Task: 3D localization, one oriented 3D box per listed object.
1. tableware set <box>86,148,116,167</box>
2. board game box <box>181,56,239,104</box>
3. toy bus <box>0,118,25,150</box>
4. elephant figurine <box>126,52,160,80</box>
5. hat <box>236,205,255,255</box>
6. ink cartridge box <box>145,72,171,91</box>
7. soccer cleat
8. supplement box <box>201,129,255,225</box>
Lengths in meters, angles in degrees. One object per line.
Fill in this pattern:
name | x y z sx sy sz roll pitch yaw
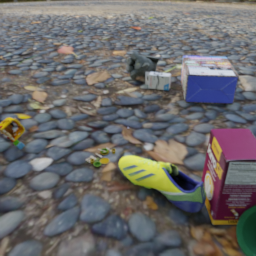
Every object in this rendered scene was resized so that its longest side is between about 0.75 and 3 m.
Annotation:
tableware set | -0.833 0.924 9.148 0.686 0.156 1.019 27 40 37
board game box | 3.758 -2.374 13.432 2.215 1.345 2.778 3 31 5
toy bus | -3.918 -0.014 9.335 1.298 1.225 0.671 37 71 13
elephant figurine | 1.084 -3.388 15.253 2.159 1.528 1.675 -5 57 -39
hat | 3.491 2.579 6.348 1.614 1.420 1.336 0 63 42
ink cartridge box | 1.438 -2.343 13.972 1.298 0.753 0.440 8 32 15
soccer cleat | 0.874 1.255 7.617 2.775 1.161 0.897 26 40 36
supplement box | 2.533 1.208 6.870 1.045 2.025 1.325 0 30 0
